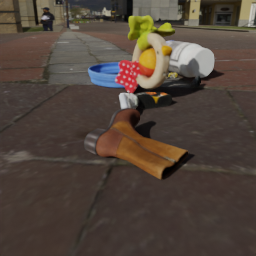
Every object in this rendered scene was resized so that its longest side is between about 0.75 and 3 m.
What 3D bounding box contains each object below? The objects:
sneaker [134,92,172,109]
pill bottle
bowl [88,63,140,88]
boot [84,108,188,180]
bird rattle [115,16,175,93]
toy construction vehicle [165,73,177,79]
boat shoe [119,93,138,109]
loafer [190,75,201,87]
[{"bbox_3d":[0.710,-0.958,9.343,1.417,0.495,0.637,-3,19,-21],"label":"sneaker"},{"bbox_3d":[2.747,-3.330,13.579,1.553,1.553,2.730,-11,26,-25],"label":"pill bottle"},{"bbox_3d":[-0.284,-2.429,12.682,2.992,0.587,2.992,0,23,0],"label":"bowl"},{"bbox_3d":[0.363,0.213,6.234,2.026,0.694,1.907,15,27,30],"label":"boot"},{"bbox_3d":[0.547,-2.356,9.839,1.623,2.881,2.349,5,34,-33],"label":"bird rattle"},{"bbox_3d":[1.814,-2.551,13.339,0.747,0.302,0.859,-20,30,-40],"label":"toy construction vehicle"},{"bbox_3d":[0.036,-0.836,8.752,0.568,0.626,1.701,-7,22,1],"label":"boat shoe"},{"bbox_3d":[2.747,-1.908,11.390,0.324,0.326,0.897,-8,21,27],"label":"loafer"}]
